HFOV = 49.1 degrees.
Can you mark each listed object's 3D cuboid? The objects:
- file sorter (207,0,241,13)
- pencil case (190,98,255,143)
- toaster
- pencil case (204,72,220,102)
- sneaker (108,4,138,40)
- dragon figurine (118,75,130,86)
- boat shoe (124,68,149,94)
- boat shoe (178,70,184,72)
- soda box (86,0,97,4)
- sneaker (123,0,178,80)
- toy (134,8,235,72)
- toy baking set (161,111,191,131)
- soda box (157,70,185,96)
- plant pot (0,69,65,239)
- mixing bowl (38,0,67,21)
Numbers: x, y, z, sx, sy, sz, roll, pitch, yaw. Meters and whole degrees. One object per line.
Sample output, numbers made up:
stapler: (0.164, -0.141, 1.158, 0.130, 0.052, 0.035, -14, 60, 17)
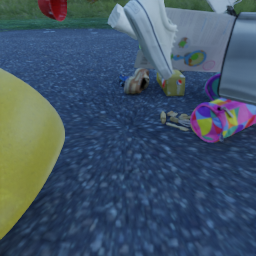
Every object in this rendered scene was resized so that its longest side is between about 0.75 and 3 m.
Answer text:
file sorter: (3.312, -4.513, 8.796, 1.534, 1.064, 0.955, -44, 18, -1)
pencil case: (2.768, -0.391, 7.283, 2.479, 1.096, 1.096, -19, 32, -34)
toaster: (2.708, -1.304, 5.487, 1.888, 1.707, 1.120, -1, 18, -34)
pencil case: (3.728, -1.622, 9.686, 1.297, 1.195, 2.807, -1, 21, 37)
sneaker: (-0.031, -3.267, 8.803, 1.025, 0.653, 1.774, 22, 30, -23)
dragon figurine: (-0.161, -1.865, 11.169, 0.597, 0.353, 1.200, 2, 25, 3)
boat shoe: (0.483, -1.742, 10.634, 0.660, 0.696, 1.839, 14, 38, 19)
boat shoe: (2.161, -3.178, 13.603, 0.589, 0.654, 1.818, -2, 31, -16)
soda box: (-1.039, -4.131, 7.910, 0.367, 1.146, 0.388, -16, -21, 39)
sneaker: (0.713, -1.897, 6.074, 0.833, 2.352, 0.859, -35, 60, 3)
toy: (1.689, -2.316, 7.215, 2.968, 1.709, 0.701, -4, 53, -17)
toy baking set: (1.392, -0.257, 8.043, 0.938, 0.142, 1.222, 5, 26, 9)
soda box: (1.606, -1.895, 10.826, 0.658, 0.696, 2.055, -2, 26, -4)
plant pot: (-2.416, 0.659, 3.767, 2.732, 2.732, 1.939, 2, 54, 4)
mixing bowl: (-1.811, -2.917, 6.538, 0.437, 0.806, 0.806, 4, 26, 15)
